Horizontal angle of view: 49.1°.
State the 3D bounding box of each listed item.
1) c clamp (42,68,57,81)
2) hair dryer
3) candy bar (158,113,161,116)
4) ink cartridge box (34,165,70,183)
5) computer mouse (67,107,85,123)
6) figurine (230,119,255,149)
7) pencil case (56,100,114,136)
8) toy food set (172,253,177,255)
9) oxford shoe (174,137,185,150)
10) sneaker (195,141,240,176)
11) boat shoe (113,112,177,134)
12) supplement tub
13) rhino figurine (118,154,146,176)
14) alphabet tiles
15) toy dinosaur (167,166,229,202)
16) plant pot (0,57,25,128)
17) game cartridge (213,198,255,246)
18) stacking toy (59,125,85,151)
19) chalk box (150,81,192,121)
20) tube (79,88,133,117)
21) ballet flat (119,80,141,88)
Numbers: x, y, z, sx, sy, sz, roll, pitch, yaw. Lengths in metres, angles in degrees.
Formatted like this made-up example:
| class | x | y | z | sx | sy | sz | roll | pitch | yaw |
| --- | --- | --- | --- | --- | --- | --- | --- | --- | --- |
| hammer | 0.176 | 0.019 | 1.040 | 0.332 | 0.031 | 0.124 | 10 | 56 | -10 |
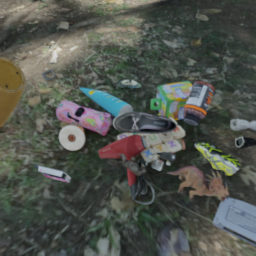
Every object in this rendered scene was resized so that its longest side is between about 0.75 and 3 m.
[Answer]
| class | x | y | z | sx | sy | sz | roll | pitch | yaw |
| --- | --- | --- | --- | --- | --- | --- | --- | --- | --- |
| c clamp | -4.119 | -2.872 | 14.930 | 0.909 | 0.144 | 1.064 | -18 | 46 | -18 |
| hair dryer | 0.068 | 1.204 | 9.883 | 2.765 | 0.751 | 2.106 | 23 | 70 | 33 |
| candy bar | 1.250 | -0.449 | 11.850 | 0.105 | 0.236 | 0.946 | 29 | 27 | 9 |
| ink cartridge box | -2.602 | 1.555 | 9.520 | 1.210 | 0.573 | 0.224 | 11 | 65 | 24 |
| computer mouse | -1.862 | -0.556 | 9.980 | 0.529 | 0.753 | 0.173 | 23 | 41 | -14 |
| figurine | 4.818 | 0.217 | 11.137 | 1.249 | 0.551 | 1.280 | 4 | 61 | -17 |
| pencil case | -1.832 | -0.466 | 11.783 | 2.310 | 1.010 | 1.010 | 17 | 46 | 16 |
| toy food set | 1.283 | 4.092 | 7.634 | 0.753 | 0.219 | 1.091 | 28 | 45 | 17 |
| oxford shoe | 1.969 | 0.450 | 11.298 | 0.385 | 0.369 | 1.042 | -9 | 44 | -6 |
| sneaker | 3.142 | 1.124 | 10.214 | 1.740 | 0.665 | 0.656 | 36 | 30 | 24 |
| boat shoe | 0.685 | -0.176 | 10.450 | 2.427 | 0.811 | 0.692 | 2 | 3 | -22 |
| supplement tub | 2.769 | -0.955 | 11.160 | 0.886 | 0.886 | 1.656 | 19 | 81 | 19 |
| rhino figurine | 0.085 | 1.235 | 9.467 | 1.086 | 0.475 | 0.325 | 34 | 47 | 6 |
| alphabet tiles | 0.904 | 0.315 | 11.250 | 2.538 | 0.185 | 2.482 | -19 | 39 | -11 |
| toy dinosaur | 2.292 | 1.680 | 9.074 | 1.914 | 1.297 | 0.821 | 35 | 42 | 12 |
| plant pot | -5.295 | -1.347 | 10.561 | 2.942 | 2.742 | 2.742 | -24 | 30 | 36 |
| game cartridge | 3.676 | 2.919 | 8.750 | 1.763 | 0.357 | 1.175 | 23 | 51 | 22 |
| stacking toy | -2.086 | 0.224 | 11.156 | 1.003 | 1.003 | 1.373 | 4 | 17 | 4 |
| chalk box | 1.959 | -1.128 | 12.329 | 1.957 | 1.218 | 1.212 | -12 | 45 | -11 |
| tube | -0.938 | -1.155 | 11.939 | 1.087 | 0.707 | 2.807 | 9 | 18 | -46 |
| ballet flat | 0.094 | -2.209 | 14.069 | 1.118 | 0.415 | 0.415 | -3 | 44 | -3 |
